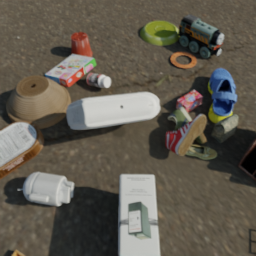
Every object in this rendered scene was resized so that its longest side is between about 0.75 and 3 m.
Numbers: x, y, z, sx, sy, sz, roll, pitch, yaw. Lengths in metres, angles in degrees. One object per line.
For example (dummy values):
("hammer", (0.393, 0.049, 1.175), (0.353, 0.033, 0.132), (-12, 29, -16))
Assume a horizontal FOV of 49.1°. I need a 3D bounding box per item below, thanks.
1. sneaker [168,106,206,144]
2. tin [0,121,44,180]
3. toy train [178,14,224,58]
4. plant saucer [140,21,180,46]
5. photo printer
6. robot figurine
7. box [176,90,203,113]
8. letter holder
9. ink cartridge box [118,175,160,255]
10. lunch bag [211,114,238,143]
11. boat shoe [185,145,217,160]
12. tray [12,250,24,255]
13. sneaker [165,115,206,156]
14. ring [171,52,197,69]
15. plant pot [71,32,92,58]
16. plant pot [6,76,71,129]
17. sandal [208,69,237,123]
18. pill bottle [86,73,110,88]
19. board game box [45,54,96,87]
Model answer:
("sneaker", (2.158, 0.030, 10.616), (0.789, 0.589, 1.757), (-29, 60, -2))
("tin", (-4.310, 0.783, 9.805), (2.736, 0.573, 1.532), (-36, 59, -20))
("toy train", (3.523, -4.488, 13.724), (1.077, 1.441, 2.529), (-35, 58, -24))
("plant saucer", (1.722, -5.174, 15.025), (2.160, 0.336, 2.160), (0, 50, 0))
("photo printer", (-0.495, -0.593, 9.832), (2.892, 2.406, 1.004), (-9, 93, -25))
("robot figurine", (-2.544, 1.908, 8.748), (1.636, 0.924, 1.388), (8, 12, 7))
("box", (2.511, -1.052, 11.494), (1.021, 0.487, 0.509), (-31, 57, -23))
("letter holder", (5.083, 0.621, 9.346), (2.338, 1.662, 1.176), (-31, 57, -24))
("ink cartridge box", (0.229, 2.714, 7.577), (0.995, 1.728, 2.368), (1, 51, -2))
("lunch bag", (3.596, -0.037, 10.340), (0.799, 0.974, 0.573), (-30, 57, -21))
("boat shoe", (2.583, 0.816, 10.017), (1.195, 0.376, 0.436), (11, 51, 10))
("tray", (-2.596, 4.039, 7.406), (1.615, 0.299, 0.797), (24, 54, 17))
("sneaker", (2.002, 0.152, 10.028), (1.725, 0.615, 0.970), (-50, 31, -13))
("ring", (2.685, -3.263, 13.581), (1.248, 0.120, 1.248), (0, 50, 0))
("plant pot", (-2.312, -3.987, 13.581), (1.061, 1.032, 1.061), (0, 50, 0))
("plant pot", (-3.666, -1.265, 11.238), (2.556, 1.180, 2.556), (0, 49, -1))
("sandal", (3.915, -1.544, 11.432), (1.151, 1.260, 2.895), (5, 49, 6))
("pill bottle", (-1.272, -2.039, 12.126), (0.968, 0.551, 0.551), (15, 50, 33))
("board game box", (-2.591, -2.630, 12.661), (1.433, 0.378, 1.873), (19, 52, 33))
